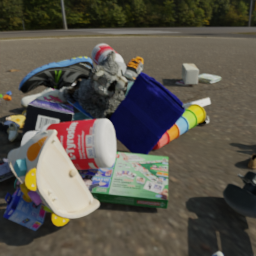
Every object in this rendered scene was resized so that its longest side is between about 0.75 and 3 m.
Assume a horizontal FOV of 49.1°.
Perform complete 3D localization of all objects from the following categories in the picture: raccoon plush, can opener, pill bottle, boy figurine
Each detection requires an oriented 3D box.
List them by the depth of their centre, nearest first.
[{"bbox_3d":[2.879,1.468,4.926,0.782,0.987,2.970,36,-6,-13],"label":"can opener"},{"bbox_3d":[-1.312,0.408,6.273,1.929,1.083,1.083,-5,22,11],"label":"pill bottle"},{"bbox_3d":[-1.290,-1.303,8.529,2.909,1.949,1.407,1,53,17],"label":"raccoon plush"},{"bbox_3d":[-0.702,-2.435,10.285,0.853,0.853,1.520,-12,40,-25],"label":"pill bottle"},{"bbox_3d":[-4.043,-0.233,10.404,0.892,0.462,1.435,25,34,18],"label":"boy figurine"}]

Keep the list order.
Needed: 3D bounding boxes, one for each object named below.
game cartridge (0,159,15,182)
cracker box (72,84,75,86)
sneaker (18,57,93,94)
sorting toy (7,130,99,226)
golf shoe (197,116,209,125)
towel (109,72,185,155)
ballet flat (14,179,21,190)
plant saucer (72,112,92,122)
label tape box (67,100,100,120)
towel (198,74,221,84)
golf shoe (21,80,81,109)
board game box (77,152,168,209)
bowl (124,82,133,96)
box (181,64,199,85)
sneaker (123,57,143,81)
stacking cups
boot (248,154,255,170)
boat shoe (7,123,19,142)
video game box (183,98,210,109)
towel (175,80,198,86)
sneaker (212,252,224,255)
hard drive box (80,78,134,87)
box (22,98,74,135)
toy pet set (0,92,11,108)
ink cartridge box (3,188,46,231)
[{"bbox_3d":[-3.467,1.179,6.965,1.450,0.278,0.940,-24,27,-25],"label":"game cartridge"},{"bbox_3d":[-3.030,-1.902,14.302,1.818,0.524,1.217,6,24,16],"label":"cracker box"},{"bbox_3d":[-2.481,-1.713,9.925,2.744,1.137,0.973,-19,9,-17],"label":"sneaker"},{"bbox_3d":[-1.710,1.009,5.437,1.627,1.807,0.965,2,36,44],"label":"sorting toy"},{"bbox_3d":[2.557,-0.363,10.799,1.111,0.432,0.525,7,22,18],"label":"golf shoe"},{"bbox_3d":[0.445,-0.297,7.925,1.605,2.173,0.538,44,35,11],"label":"towel"},{"bbox_3d":[-2.382,1.077,7.338,0.619,0.602,1.741,14,26,-6],"label":"ballet flat"},{"bbox_3d":[-1.402,-0.040,10.175,2.470,0.339,2.470,0,24,0],"label":"plant saucer"},{"bbox_3d":[-1.102,-0.604,9.709,1.218,0.562,1.700,34,3,34],"label":"label tape box"},{"bbox_3d":[4.915,-3.016,17.241,1.122,0.316,1.310,23,32,37],"label":"towel"},{"bbox_3d":[-3.297,-1.455,12.321,2.785,1.282,1.011,-10,25,-20],"label":"golf shoe"},{"bbox_3d":[-0.132,1.147,6.613,2.141,0.312,1.441,5,34,5],"label":"board game box"},{"bbox_3d":[0.682,-0.765,9.582,1.884,1.884,0.986,-18,4,-36],"label":"bowl"},{"bbox_3d":[3.634,-3.201,16.587,0.728,0.889,1.873,2,24,3],"label":"box"},{"bbox_3d":[0.187,-2.424,11.404,0.806,0.795,2.060,20,22,2],"label":"sneaker"},{"bbox_3d":[1.607,-0.080,9.496,2.537,0.768,0.768,-26,34,-37],"label":"stacking cups"},{"bbox_3d":[3.696,0.876,8.017,0.326,0.335,0.887,15,26,36],"label":"boot"},{"bbox_3d":[-3.911,0.139,9.420,0.343,0.314,0.917,-40,29,6],"label":"boat shoe"},{"bbox_3d":[2.551,-0.887,11.579,1.297,0.304,1.181,-18,1,-41],"label":"video game box"},{"bbox_3d":[3.522,-2.751,16.812,0.904,0.143,1.255,17,29,36],"label":"towel"},{"bbox_3d":[1.943,2.367,4.044,1.827,0.688,0.805,17,28,33],"label":"sneaker"},{"bbox_3d":[-0.374,-1.681,11.836,2.671,1.026,2.082,6,18,-36],"label":"hard drive box"},{"bbox_3d":[-2.390,-0.268,8.593,1.306,0.921,1.765,12,9,-14],"label":"box"},{"bbox_3d":[-5.171,-0.590,10.689,1.511,0.802,1.411,-17,28,2],"label":"toy pet set"},{"bbox_3d":[-2.103,1.617,5.642,0.853,0.325,0.582,33,22,-20],"label":"ink cartridge box"}]
